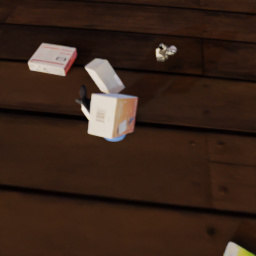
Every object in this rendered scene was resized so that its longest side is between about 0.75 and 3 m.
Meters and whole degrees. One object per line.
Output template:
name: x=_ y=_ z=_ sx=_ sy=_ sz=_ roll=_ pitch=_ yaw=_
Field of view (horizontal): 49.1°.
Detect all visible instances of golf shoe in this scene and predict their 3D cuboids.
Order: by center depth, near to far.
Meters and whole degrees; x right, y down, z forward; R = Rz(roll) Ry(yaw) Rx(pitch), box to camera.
golf shoe: x=1.375 y=-2.802 z=10.052 sx=0.421 sy=0.512 sz=1.084 roll=0 pitch=32 yaw=42

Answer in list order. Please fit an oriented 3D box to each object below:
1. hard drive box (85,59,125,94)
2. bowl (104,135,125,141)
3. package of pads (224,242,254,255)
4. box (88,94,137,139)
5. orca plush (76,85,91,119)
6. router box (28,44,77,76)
hard drive box: x=-0.954 y=-1.997 z=11.012 sx=0.618 sy=1.255 sz=1.611 roll=-39 pitch=26 yaw=-6
bowl: x=-0.577 y=0.061 z=11.022 sx=1.021 sy=0.200 sz=1.021 roll=6 pitch=52 yaw=-8
package of pads: x=3.213 y=3.810 z=8.046 sx=0.890 sy=0.304 sz=0.688 roll=26 pitch=55 yaw=20
box: x=-0.464 y=-0.447 z=9.229 sx=0.886 sy=1.268 sz=1.666 roll=12 pitch=12 yaw=23
orca plush: x=-1.131 y=-0.851 z=10.046 sx=1.008 sy=2.835 sz=1.491 roll=-40 pitch=69 yaw=-8
router box: x=-3.708 y=-3.415 z=13.892 sx=1.848 sy=0.451 sz=1.658 roll=11 pitch=51 yaw=9
